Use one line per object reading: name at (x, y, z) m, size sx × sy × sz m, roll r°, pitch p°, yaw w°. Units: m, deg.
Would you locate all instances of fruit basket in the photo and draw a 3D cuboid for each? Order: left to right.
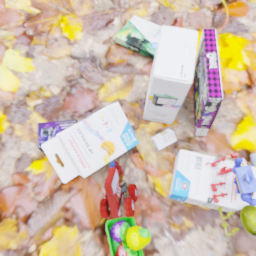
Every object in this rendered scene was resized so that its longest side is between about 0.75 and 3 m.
fruit basket at (-0.004, 3.319, 8.213) m, size 1.078 × 1.495 × 1.495 m, roll -5°, pitch 65°, yaw -24°

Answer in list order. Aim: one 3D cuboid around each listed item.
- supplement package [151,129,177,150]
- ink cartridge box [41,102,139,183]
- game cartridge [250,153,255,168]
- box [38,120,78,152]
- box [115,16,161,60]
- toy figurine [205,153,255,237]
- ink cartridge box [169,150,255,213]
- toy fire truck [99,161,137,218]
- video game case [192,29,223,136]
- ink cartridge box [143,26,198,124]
supplement package at (1.268, 0.403, 9.957) m, size 0.754 × 0.429 × 0.413 m, roll -28°, pitch 108°, yaw -8°
ink cartridge box at (-1.235, 0.524, 9.260) m, size 2.780 × 0.943 × 1.601 m, roll -32°, pitch 99°, yaw -19°
game cartridge at (5.352, 1.462, 9.667) m, size 1.996 × 0.414 × 1.329 m, roll -5°, pitch 63°, yaw -2°
box at (-2.471, 0.287, 10.032) m, size 1.390 × 0.548 × 0.981 m, roll -6°, pitch 75°, yaw -2°
box at (0.735, -3.783, 11.748) m, size 2.146 × 0.390 × 1.549 m, roll 28°, pitch 65°, yaw 18°
toy figurine at (3.102, 1.746, 7.834) m, size 1.292 × 1.467 × 2.449 m, roll -9°, pitch 66°, yaw 5°
ink cartridge box at (2.819, 1.825, 9.199) m, size 2.666 × 0.904 × 1.546 m, roll 13°, pitch 67°, yaw 6°
toy fire truck at (-0.334, 1.846, 8.613) m, size 0.987 × 1.478 × 1.760 m, roll -5°, pitch 22°, yaw 10°
video game case at (2.657, -1.485, 9.666) m, size 0.497 × 2.513 × 2.773 m, roll 1°, pitch 64°, yaw 5°
ink cartridge box at (1.362, -1.694, 9.611) m, size 1.193 × 2.842 × 2.058 m, roll 11°, pitch 66°, yaw 1°
